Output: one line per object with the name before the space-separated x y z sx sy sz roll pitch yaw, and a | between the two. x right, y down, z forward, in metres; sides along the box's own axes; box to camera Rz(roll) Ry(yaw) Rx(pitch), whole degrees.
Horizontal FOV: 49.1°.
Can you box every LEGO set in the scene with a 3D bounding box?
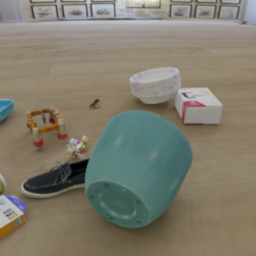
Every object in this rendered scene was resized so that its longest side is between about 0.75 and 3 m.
LEGO set | -1.694 0.818 10.295 0.682 0.843 1.834 22 3 7

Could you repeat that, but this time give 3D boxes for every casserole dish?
casserole dish | -6.309 -0.556 12.706 1.665 0.533 2.748 -2 28 16

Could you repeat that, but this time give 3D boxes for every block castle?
block castle | -3.368 -0.015 11.508 1.371 0.963 2.052 -16 31 -22

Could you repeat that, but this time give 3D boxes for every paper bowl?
paper bowl | 1.451 -2.166 14.676 2.622 1.364 2.622 -12 23 5

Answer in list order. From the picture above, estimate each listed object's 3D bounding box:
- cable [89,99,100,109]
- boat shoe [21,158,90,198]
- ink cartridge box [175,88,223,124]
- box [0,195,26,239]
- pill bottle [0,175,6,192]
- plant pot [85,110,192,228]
cable | -1.731 -1.233 14.619 0.539 0.279 1.109 -19 17 1
boat shoe | -1.986 1.495 8.840 2.682 0.835 1.000 -10 32 -15
ink cartridge box | 3.282 -1.087 13.408 1.706 0.990 2.312 -1 29 -3
box | -3.689 2.526 7.417 1.140 0.397 1.915 23 33 35
pill bottle | -4.378 1.859 8.287 0.702 0.702 1.265 18 34 29
plant pot | 0.135 1.255 7.512 2.744 2.744 2.202 11 40 19
